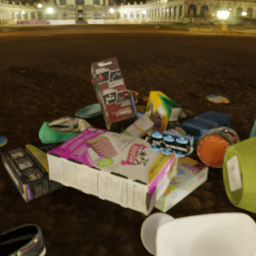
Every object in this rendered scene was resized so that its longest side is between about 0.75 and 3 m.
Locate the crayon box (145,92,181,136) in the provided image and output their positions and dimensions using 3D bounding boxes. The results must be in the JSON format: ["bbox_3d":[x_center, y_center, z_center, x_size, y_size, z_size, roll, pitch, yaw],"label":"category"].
[{"bbox_3d":[1.173,-0.332,10.360,0.472,1.619,1.397,-5,32,-31],"label":"crayon box"}]

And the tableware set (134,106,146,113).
[{"bbox_3d":[0.128,-1.044,13.670,1.516,0.345,2.250,-12,29,-27],"label":"tableware set"}]

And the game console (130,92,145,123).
[{"bbox_3d":[0.617,-0.709,11.849,1.344,0.932,1.575,16,25,-10],"label":"game console"}]

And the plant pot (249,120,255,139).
[{"bbox_3d":[5.551,-0.042,9.784,2.247,1.804,2.247,1,25,0],"label":"plant pot"}]

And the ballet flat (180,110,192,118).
[{"bbox_3d":[2.443,-0.679,12.979,0.414,0.388,1.145,-33,35,-18],"label":"ballet flat"}]

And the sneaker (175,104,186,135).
[{"bbox_3d":[1.811,-0.341,11.142,1.238,0.821,2.175,-29,39,-18],"label":"sneaker"}]

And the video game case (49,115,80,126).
[{"bbox_3d":[-2.651,-0.188,12.020,1.033,0.204,1.140,19,30,35],"label":"video game case"}]

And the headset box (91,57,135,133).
[{"bbox_3d":[-0.587,-1.075,10.775,0.968,2.580,1.918,-18,-6,-10],"label":"headset box"}]

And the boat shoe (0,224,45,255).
[{"bbox_3d":[-2.783,2.529,5.522,2.195,0.688,0.803,-13,30,-24],"label":"boat shoe"}]

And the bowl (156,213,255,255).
[{"bbox_3d":[1.456,2.521,4.779,1.883,0.704,1.886,-7,56,0],"label":"bowl"}]

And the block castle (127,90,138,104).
[{"bbox_3d":[0.030,-1.619,14.690,0.924,0.618,0.434,15,23,30],"label":"block castle"}]

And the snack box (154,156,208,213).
[{"bbox_3d":[1.119,1.408,8.076,2.083,0.552,1.481,-22,32,-40],"label":"snack box"}]

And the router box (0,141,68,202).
[{"bbox_3d":[-2.659,1.155,8.594,1.775,0.590,2.258,-17,29,-32],"label":"router box"}]

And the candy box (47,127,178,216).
[{"bbox_3d":[-0.364,0.934,7.340,2.883,0.879,1.966,13,27,25],"label":"candy box"}]

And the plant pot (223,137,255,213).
[{"bbox_3d":[3.820,1.047,6.395,2.917,2.730,2.730,-2,24,2],"label":"plant pot"}]

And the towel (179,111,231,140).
[{"bbox_3d":[3.147,-0.093,11.424,2.225,0.540,1.242,-22,32,-37],"label":"towel"}]

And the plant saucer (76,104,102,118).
[{"bbox_3d":[-1.641,-0.781,12.964,1.557,0.213,1.557,-13,19,5],"label":"plant saucer"}]

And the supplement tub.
[{"bbox_3d":[2.798,0.591,8.699,1.131,1.131,1.845,12,11,25],"label":"supplement tub"}]

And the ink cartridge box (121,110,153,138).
[{"bbox_3d":[0.412,0.046,9.970,1.432,0.839,0.482,-40,80,-9],"label":"ink cartridge box"}]

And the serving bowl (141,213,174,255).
[{"bbox_3d":[0.691,2.336,6.072,0.898,0.295,0.898,6,59,-10],"label":"serving bowl"}]

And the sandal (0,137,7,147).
[{"bbox_3d":[-5.083,0.470,10.206,1.221,0.531,0.485,-8,24,-22],"label":"sandal"}]

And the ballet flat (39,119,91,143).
[{"bbox_3d":[-1.849,0.086,9.568,2.266,0.797,0.763,0,28,-25],"label":"ballet flat"}]

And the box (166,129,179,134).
[{"bbox_3d":[1.205,0.393,9.320,1.000,0.206,0.780,-24,-27,27],"label":"box"}]

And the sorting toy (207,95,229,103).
[{"bbox_3d":[4.746,-1.471,14.895,0.737,0.178,1.308,-16,28,-22],"label":"sorting toy"}]

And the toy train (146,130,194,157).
[{"bbox_3d":[1.053,0.369,7.012,1.177,0.510,0.672,12,18,20],"label":"toy train"}]

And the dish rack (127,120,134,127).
[{"bbox_3d":[-0.124,-0.281,12.066,0.970,0.265,0.744,18,27,15],"label":"dish rack"}]
